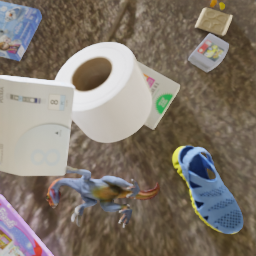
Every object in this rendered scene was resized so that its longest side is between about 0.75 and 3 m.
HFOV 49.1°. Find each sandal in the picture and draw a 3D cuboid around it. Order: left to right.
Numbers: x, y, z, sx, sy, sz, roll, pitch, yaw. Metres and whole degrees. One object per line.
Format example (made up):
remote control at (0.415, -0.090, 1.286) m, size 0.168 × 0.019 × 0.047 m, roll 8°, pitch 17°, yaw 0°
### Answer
sandal at (2.111, 1.553, 7.468) m, size 1.061 × 1.162 × 2.669 m, roll -28°, pitch 72°, yaw -13°

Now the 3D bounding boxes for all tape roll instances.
tape roll at (-0.544, -0.801, 6.394) m, size 1.928 × 1.324 × 1.928 m, roll -12°, pitch 54°, yaw 18°

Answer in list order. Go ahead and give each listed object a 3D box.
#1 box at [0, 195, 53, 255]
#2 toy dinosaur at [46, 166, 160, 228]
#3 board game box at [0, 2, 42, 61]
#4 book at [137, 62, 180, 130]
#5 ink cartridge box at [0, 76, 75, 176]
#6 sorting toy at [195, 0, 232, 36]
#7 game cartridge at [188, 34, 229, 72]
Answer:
box at (-3.258, 3.122, 7.154) m, size 2.417 × 0.472 × 1.654 m, roll 42°, pitch 73°, yaw 16°
toy dinosaur at (-0.919, 1.853, 7.611) m, size 2.441 × 2.690 × 1.412 m, roll 6°, pitch 82°, yaw 38°
board game box at (-4.456, -3.532, 9.976) m, size 2.053 × 0.447 × 2.063 m, roll 13°, pitch 68°, yaw 7°
book at (0.182, -1.239, 9.015) m, size 2.457 × 0.590 × 1.641 m, roll 30°, pitch 74°, yaw 10°
ink cartridge box at (-1.949, -0.017, 4.524) m, size 1.988 × 0.470 × 1.591 m, roll 3°, pitch 108°, yaw -24°
sorting toy at (3.242, -4.082, 10.372) m, size 1.119 × 0.201 × 1.502 m, roll 21°, pitch 69°, yaw 13°
game cartridge at (2.849, -2.598, 9.701) m, size 0.925 × 0.284 × 1.390 m, roll 37°, pitch 72°, yaw 10°
